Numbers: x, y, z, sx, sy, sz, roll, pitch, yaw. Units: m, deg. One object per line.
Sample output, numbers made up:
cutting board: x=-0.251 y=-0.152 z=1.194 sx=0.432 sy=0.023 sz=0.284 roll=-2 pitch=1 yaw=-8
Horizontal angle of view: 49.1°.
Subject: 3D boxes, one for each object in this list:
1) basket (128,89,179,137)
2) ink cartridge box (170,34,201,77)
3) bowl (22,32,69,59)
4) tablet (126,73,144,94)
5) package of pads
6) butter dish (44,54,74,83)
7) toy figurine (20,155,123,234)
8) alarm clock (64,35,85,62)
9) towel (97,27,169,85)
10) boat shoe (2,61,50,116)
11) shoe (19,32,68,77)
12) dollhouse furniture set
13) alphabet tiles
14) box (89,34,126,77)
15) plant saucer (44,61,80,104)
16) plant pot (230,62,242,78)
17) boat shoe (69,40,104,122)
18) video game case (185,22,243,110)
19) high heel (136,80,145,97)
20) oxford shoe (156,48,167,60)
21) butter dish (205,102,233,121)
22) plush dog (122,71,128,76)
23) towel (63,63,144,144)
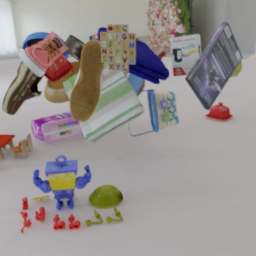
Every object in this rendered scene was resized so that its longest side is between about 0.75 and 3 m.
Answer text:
basket: x=0.797 y=-0.617 z=9.782 sx=1.802 sy=1.589 sz=1.254 roll=-11 pitch=12 yaw=3
ink cartridge box: x=2.259 y=-2.816 z=10.918 sx=1.077 sy=1.478 sz=0.612 roll=-2 pitch=15 yaw=26
bowl: x=-3.435 y=-3.311 z=11.753 sx=1.878 sy=0.369 sz=1.878 roll=0 pitch=-21 yaw=0
tablet: x=0.203 y=-1.726 z=10.369 sx=0.145 sy=2.120 sz=1.380 roll=38 pitch=27 yaw=20
package of pads: x=-3.070 y=-0.119 z=12.686 sx=2.282 sy=0.863 sz=1.375 roll=-17 pitch=24 yaw=-38
butter dish: x=-2.488 y=-2.225 z=9.369 sx=1.048 sy=0.774 sz=1.045 roll=42 pitch=66 yaw=9
toy figurine: x=-1.488 y=1.505 z=7.302 sx=2.783 sy=1.667 sz=1.468 roll=-3 pitch=21 yaw=-6
alarm clock: x=-1.933 y=-3.095 z=11.145 sx=1.381 sy=0.682 sz=2.047 roll=29 pitch=19 yaw=-37
towel: x=0.045 y=-1.906 z=7.367 sx=1.617 sy=0.543 sz=2.190 roll=13 pitch=29 yaw=-23
boat shoe: x=-3.062 y=-1.155 z=8.467 sx=0.831 sy=2.246 sz=0.829 roll=34 pitch=28 yaw=-5
shoe: x=-1.426 y=-1.333 z=4.849 sx=0.626 sy=0.492 sz=1.377 roll=-38 pitch=23 yaw=5
dollhouse furniture set: x=-4.875 y=0.661 z=10.327 sx=2.091 sy=1.077 sz=2.068 roll=0 pitch=21 yaw=1
alphabet tiles: x=-0.220 y=-1.694 z=5.960 sx=0.804 sy=0.966 sz=0.031 roll=9 pitch=25 yaw=20
box: x=-0.792 y=-2.952 z=13.569 sx=0.563 sy=2.039 sz=2.986 roll=-9 pitch=-12 yaw=26
plant saucer: x=-2.457 y=-2.042 z=11.607 sx=2.505 sy=0.444 sz=2.505 roll=-13 pitch=44 yaw=13
plant pot: x=3.428 y=-2.197 z=10.027 sx=1.023 sy=1.113 sz=1.113 roll=-2 pitch=21 yaw=-13
boat shoe: x=-0.904 y=-1.107 z=6.779 sx=0.697 sy=1.968 sz=0.682 roll=18 pitch=19 yaw=-1
video game case: x=2.533 y=-1.739 z=8.088 sx=0.195 sy=1.468 sz=2.055 roll=25 pitch=76 yaw=48
high heel: x=0.529 y=-2.286 z=13.644 sx=0.646 sy=1.810 sz=1.290 roll=17 pitch=13 yaw=3
oxford shoe: x=1.504 y=-3.500 z=13.724 sx=0.363 sy=1.024 sz=0.378 roll=33 pitch=42 yaw=-27
butter dish: x=4.846 y=-0.935 z=14.814 sx=1.179 sy=0.871 sz=1.175 roll=18 pitch=28 yaw=39
plush dog: x=-0.384 y=-2.664 z=11.533 sx=1.846 sy=2.150 sz=1.725 roll=-28 pitch=-27 yaw=15
towel: x=-0.916 y=-1.072 z=9.691 sx=2.160 sy=0.444 sz=2.895 roll=-30 pitch=58 yaw=3
